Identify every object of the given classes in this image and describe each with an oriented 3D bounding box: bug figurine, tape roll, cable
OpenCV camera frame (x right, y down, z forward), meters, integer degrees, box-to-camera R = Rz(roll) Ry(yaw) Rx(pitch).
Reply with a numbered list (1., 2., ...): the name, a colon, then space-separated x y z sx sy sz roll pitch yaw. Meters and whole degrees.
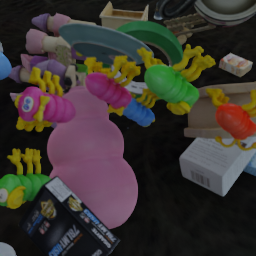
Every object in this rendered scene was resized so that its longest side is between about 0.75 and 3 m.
1. bug figurine: -1.596 0.235 3.275 0.725 2.818 2.185 23 11 32
2. tape roll: 0.385 -1.815 8.067 2.390 2.390 0.574 4 45 4
3. bug figurine: 0.449 -0.332 3.732 2.469 1.915 0.635 9 77 45
4. cable: 1.866 -2.975 5.709 2.604 1.264 0.655 -22 67 4

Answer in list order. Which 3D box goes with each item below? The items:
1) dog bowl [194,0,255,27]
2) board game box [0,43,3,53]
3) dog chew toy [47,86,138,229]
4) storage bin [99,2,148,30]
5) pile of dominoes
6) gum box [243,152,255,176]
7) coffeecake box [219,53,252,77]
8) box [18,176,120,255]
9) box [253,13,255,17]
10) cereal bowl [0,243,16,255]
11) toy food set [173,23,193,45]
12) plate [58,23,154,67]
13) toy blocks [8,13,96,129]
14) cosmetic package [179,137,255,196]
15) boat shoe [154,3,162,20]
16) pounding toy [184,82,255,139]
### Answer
1. dog bowl: 2.378 -3.272 6.662 1.860 0.686 1.860 -1 83 11
2. board game box: -5.568 -3.411 9.539 0.474 2.592 1.960 25 50 23
3. dog chew toy: -0.798 0.543 5.583 1.760 1.760 2.826 -8 79 -8
4. storage bin: -0.114 -4.744 12.143 1.767 0.828 1.754 8 46 9
5. pile of dominoes: 1.906 -3.291 8.713 1.415 1.103 0.225 -5 81 25
6. gum box: 3.451 0.806 6.922 1.259 0.280 1.069 23 49 22
7. coffeecake box: 3.822 -2.244 9.972 0.680 0.323 0.885 -35 54 -30
8. box: -0.835 1.368 3.675 1.135 1.144 0.284 45 36 8
9. box: 3.152 -3.725 7.734 1.367 0.416 1.696 -7 56 -41
10. cereal bowl: -2.453 2.544 5.048 0.876 0.365 0.876 0 32 0
11. toy food set: 2.054 -3.851 11.683 1.030 0.255 1.620 24 57 23
12. plate: -0.392 -1.338 4.839 1.676 1.676 0.214 13 88 13
13. toy blocks: -2.263 -1.383 7.518 2.346 2.605 2.787 9 47 0
14. cosmetic package: 2.319 0.434 6.659 1.117 0.814 2.198 23 55 37
15. boat shoe: 1.432 -5.506 13.147 0.384 0.492 1.085 4 45 4
16. pounding toy: 2.389 -0.697 4.836 2.863 1.643 1.637 -4 2 5
